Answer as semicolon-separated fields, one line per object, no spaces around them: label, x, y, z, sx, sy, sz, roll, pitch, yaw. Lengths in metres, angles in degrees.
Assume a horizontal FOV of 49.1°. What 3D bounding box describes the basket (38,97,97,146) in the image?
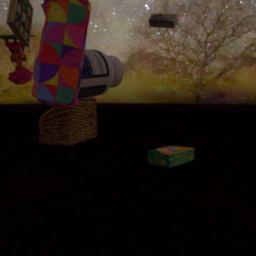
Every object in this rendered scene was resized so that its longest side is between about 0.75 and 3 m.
basket;-2.072;-0.321;9.473;1.465;1.529;2.052;3;8;19

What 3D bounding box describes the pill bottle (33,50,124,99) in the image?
pill bottle;-1.132;-1.345;6.991;1.189;1.189;2.142;6;15;41

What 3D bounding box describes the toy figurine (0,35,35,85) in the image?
toy figurine;-3.995;-2.433;10.086;1.407;1.725;1.874;-8;18;-18

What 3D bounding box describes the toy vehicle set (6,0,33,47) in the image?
toy vehicle set;-3.220;-3.388;8.423;0.211;1.594;0.990;-6;-25;5

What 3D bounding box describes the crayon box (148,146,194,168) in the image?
crayon box;1.016;0.652;6.550;1.026;0.299;0.609;-7;10;-44

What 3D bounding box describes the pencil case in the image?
pencil case;-1.284;-1.458;5.326;0.950;2.149;0.950;6;1;0

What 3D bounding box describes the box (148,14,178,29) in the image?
box;1.345;-4.140;10.836;1.058;0.435;0.362;11;-27;25
